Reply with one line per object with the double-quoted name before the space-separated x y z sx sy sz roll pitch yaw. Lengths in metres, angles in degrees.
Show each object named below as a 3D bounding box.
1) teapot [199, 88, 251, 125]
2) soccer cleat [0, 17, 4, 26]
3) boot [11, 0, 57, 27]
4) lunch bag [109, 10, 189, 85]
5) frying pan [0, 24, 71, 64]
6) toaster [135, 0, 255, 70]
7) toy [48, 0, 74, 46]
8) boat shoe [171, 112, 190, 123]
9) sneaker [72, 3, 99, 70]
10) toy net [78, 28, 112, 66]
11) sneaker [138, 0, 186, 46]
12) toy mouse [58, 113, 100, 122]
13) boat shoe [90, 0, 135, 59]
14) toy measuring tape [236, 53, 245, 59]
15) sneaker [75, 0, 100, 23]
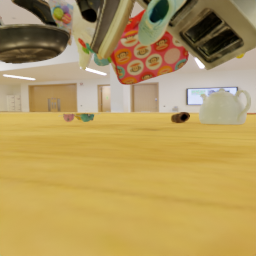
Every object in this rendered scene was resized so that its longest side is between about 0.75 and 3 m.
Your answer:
"teapot" 3.122 -0.714 9.233 1.608 1.174 1.587 2 5 20
"soccer cleat" -2.977 -2.276 6.336 0.380 1.089 0.470 -36 11 -26
"boot" -2.017 -2.566 6.166 0.930 0.644 0.360 -10 -22 -49
"lunch bag" 0.660 -2.814 9.341 2.739 1.122 2.413 -17 -36 -3
"frying pan" -2.369 -1.506 5.591 2.824 0.460 1.708 -6 3 37
"toaster" 1.826 -2.904 5.947 2.701 1.772 2.987 41 -10 -9
"toy" -1.982 -3.321 8.468 0.848 1.472 0.348 14 -19 -40
"boat shoe" 1.996 -0.376 10.194 0.392 0.393 1.115 -4 9 39
"sneaker" -1.865 -3.431 10.514 1.350 2.335 0.860 15 27 -7
"toy net" -1.070 -2.570 8.493 0.421 1.143 2.178 -43 -6 -6
"sneaker" 0.419 -1.825 4.692 0.560 0.505 1.367 -43 -4 -33
"toy mouse" -1.924 -0.397 10.862 1.664 0.322 1.479 -1 3 -4
"boat shoe" -0.206 -2.701 4.828 0.945 2.917 1.049 19 11 -6
"toy measuring tape" 3.742 -3.579 9.300 0.910 2.474 0.910 -8 19 3
"sneaker" -1.316 -3.893 7.667 0.745 1.058 1.992 -13 -28 25
